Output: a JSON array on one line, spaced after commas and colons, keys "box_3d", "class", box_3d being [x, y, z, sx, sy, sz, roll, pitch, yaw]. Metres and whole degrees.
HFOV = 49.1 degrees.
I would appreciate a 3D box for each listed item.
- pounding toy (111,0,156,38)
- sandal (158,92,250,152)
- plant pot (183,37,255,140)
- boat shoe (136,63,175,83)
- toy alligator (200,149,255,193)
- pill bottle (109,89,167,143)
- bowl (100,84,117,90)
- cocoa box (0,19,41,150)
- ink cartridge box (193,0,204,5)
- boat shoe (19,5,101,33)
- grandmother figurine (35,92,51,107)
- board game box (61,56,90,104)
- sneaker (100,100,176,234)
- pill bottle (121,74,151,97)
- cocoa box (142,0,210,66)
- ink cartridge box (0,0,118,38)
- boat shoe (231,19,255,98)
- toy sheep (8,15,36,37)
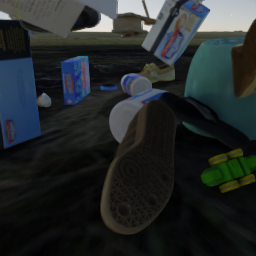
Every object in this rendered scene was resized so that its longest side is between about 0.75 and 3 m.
[{"box_3d": [0.036, -2.394, 6.164, 0.707, 0.710, 1.237, 2, 12, 33], "class": "pounding toy"}, {"box_3d": [1.874, -0.299, 6.774, 2.388, 0.511, 0.908, 29, 31, 6], "class": "sandal"}, {"box_3d": [2.981, -1.297, 7.959, 2.886, 2.316, 2.886, -4, 22, 2], "class": "plant pot"}, {"box_3d": [1.251, -2.907, 14.698, 2.879, 0.956, 1.065, -14, 24, -34], "class": "boat shoe"}, {"box_3d": [2.072, 0.757, 5.282, 2.109, 0.625, 0.572, -11, -18, -28], "class": "toy alligator"}, {"box_3d": [0.542, -0.356, 7.351, 1.202, 1.202, 2.142, 11, 22, 28], "class": "pill bottle"}, {"box_3d": [-0.910, -1.930, 13.197, 0.795, 0.156, 0.795, 0, 20, 0], "class": "bowl"}, {"box_3d": [-3.567, -1.058, 6.699, 1.952, 2.927, 1.921, 13, 24, 34], "class": "cocoa box"}, {"box_3d": [2.235, -4.533, 8.753, 0.778, 1.071, 0.447, -27, -32, 28], "class": "ink cartridge box"}, {"box_3d": [-1.352, -2.017, 5.207, 1.660, 0.580, 0.550, 6, 28, 12], "class": "boat shoe"}, {"box_3d": [-3.695, -1.067, 10.354, 1.857, 0.562, 1.126, 8, 41, 13], "class": "grandmother figurine"}, {"box_3d": [-2.047, -1.968, 11.215, 0.470, 1.589, 2.089, 2, 21, 7], "class": "board game box"}, {"box_3d": [0.188, 0.700, 5.018, 1.025, 1.099, 2.910, 33, 42, -5], "class": "sneaker"}, {"box_3d": [0.265, -1.780, 11.702, 0.899, 0.899, 1.605, -7, 20, -20], "class": "pill bottle"}, {"box_3d": [1.844, -3.863, 10.894, 1.467, 2.235, 1.491, 36, 42, 4], "class": "cocoa box"}, {"box_3d": [-1.348, -2.279, 4.051, 2.370, 1.365, 0.804, 16, -30, -29], "class": "ink cartridge box"}, {"box_3d": [2.544, -1.176, 5.166, 0.960, 1.061, 2.976, -6, 0, 11], "class": "boat shoe"}, {"box_3d": [-2.621, -2.875, 7.351, 0.930, 1.349, 0.930, 34, 18, -13], "class": "toy sheep"}]
